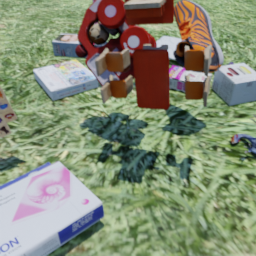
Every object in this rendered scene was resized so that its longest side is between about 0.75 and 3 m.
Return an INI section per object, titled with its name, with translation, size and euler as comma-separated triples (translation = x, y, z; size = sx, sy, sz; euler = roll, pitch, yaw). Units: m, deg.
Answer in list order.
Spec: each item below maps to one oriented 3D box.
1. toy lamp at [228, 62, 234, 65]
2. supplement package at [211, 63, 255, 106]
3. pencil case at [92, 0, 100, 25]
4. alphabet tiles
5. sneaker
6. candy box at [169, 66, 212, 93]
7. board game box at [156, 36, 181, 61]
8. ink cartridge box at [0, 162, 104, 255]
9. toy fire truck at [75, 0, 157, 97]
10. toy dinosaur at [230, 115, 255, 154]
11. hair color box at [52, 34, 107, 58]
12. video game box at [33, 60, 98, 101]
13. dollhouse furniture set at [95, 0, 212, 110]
[toy lamp]
translation = 4.841, -2.842, 13.469
size = 0.315, 0.315, 1.081
euler = 19, 39, 23
[supplement package]
translation = 4.460, -1.818, 11.485
size = 1.368, 1.052, 1.430
euler = -11, 40, -14
[pencil case]
translation = -1.035, -4.743, 11.168
size = 0.761, 1.839, 0.796
euler = -3, 2, 6
[alphabet tiles]
translation = -3.935, -0.478, 7.349
size = 1.545, 1.857, 0.059
euler = -26, 20, -14
[sneaker]
translation = 1.896, -2.856, 8.598
size = 1.461, 1.012, 2.608
euler = -16, 74, -41
[candy box]
translation = 2.550, -2.067, 12.215
size = 1.846, 0.563, 1.259
euler = 18, 41, 22
[board game box]
translation = 2.682, -4.126, 15.075
size = 2.831, 0.366, 2.830
euler = 18, 41, 22
[ink cartridge box]
translation = -2.568, 1.898, 6.709
size = 2.880, 0.635, 2.934
euler = -27, 39, -32
[toy fire truck]
translation = -0.487, -2.449, 8.262
size = 2.514, 2.111, 1.409
euler = 52, 17, 0
[toy dinosaur]
translation = 4.128, 0.718, 8.676
size = 1.097, 2.089, 1.896
euler = -39, 16, -5
[hair color box]
translation = -2.567, -4.410, 15.084
size = 2.645, 0.802, 1.309
euler = 7, 38, 10
[video game box]
translation = -2.786, -2.196, 12.415
size = 2.119, 0.544, 2.326
euler = -23, 43, -23
[dollhouse furniture set]
translation = 0.537, -1.635, 6.631
size = 2.756, 2.726, 1.420
euler = 4, 34, 16
